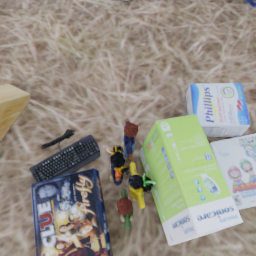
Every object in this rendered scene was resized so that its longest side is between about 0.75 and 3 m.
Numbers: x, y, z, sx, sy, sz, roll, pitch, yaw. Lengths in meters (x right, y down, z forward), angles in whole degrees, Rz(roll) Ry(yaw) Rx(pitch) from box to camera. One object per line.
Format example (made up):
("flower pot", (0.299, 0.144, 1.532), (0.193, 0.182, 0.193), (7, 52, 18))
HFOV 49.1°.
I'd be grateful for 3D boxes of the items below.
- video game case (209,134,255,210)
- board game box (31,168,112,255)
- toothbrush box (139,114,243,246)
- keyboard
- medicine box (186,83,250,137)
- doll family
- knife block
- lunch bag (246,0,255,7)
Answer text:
("video game case", (3.658, 1.142, 7.982), (2.179, 0.258, 1.983), (-11, 67, -4))
("board game box", (-1.422, 2.521, 6.985), (1.791, 0.458, 2.644), (-16, 69, 8))
("toothbrush box", (1.322, 1.304, 6.886), (1.136, 1.922, 2.639), (-9, 63, -16))
("keyboard", (-1.917, 0.755, 8.194), (2.017, 0.208, 1.282), (-30, 69, -13))
("medicine box", (2.628, -0.528, 8.418), (1.579, 0.813, 1.438), (0, 66, 0))
("doll family", (-0.004, 1.093, 7.256), (1.099, 1.619, 2.800), (-16, 66, -6))
("knife block", (-4.078, -0.494, 7.513), (0.890, 2.441, 2.781), (25, 69, 9))
("lunch bag", (4.675, -5.521, 10.462), (1.174, 1.144, 1.729), (-35, 71, 2))
